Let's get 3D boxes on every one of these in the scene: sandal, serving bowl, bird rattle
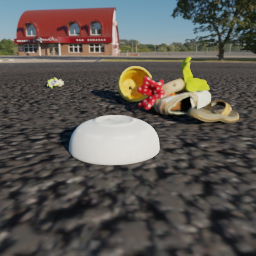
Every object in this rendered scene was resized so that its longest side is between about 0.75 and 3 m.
[{"bbox_3d":[2.506,-0.508,7.980,2.122,0.573,0.852,0,14,-41],"label":"sandal"},{"bbox_3d":[-0.289,0.124,5.911,1.917,0.631,1.917,0,15,0],"label":"serving bowl"},{"bbox_3d":[1.406,-1.143,9.379,2.399,1.351,1.956,-31,-13,-7],"label":"bird rattle"}]

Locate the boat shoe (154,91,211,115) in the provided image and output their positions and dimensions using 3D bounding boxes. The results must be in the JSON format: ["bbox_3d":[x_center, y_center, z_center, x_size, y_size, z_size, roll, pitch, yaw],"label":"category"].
[{"bbox_3d":[1.901,-0.760,8.960,2.068,0.773,0.707,-16,26,-23],"label":"boat shoe"}]

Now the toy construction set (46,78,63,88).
[{"bbox_3d":[-4.009,-2.484,15.269,0.756,0.531,1.153,-22,5,9],"label":"toy construction set"}]

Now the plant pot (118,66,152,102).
[{"bbox_3d":[0.190,-1.690,11.318,1.348,1.348,1.268,-3,0,-12],"label":"plant pot"}]
